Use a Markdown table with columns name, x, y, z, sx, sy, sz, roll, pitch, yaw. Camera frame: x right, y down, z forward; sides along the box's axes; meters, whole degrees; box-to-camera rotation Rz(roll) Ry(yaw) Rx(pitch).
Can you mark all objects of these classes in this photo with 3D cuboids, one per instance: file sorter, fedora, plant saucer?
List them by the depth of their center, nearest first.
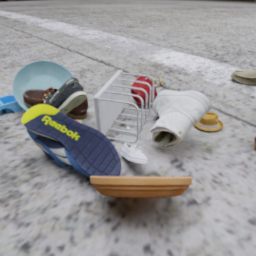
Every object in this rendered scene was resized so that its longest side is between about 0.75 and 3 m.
| name | x | y | z | sx | sy | sz | roll | pitch | yaw |
| --- | --- | --- | --- | --- | --- | --- | --- | --- | --- |
| plant saucer | 0.262 | 1.209 | 5.858 | 2.112 | 0.395 | 2.112 | 1 | -10 | 0 |
| file sorter | -0.026 | -0.728 | 9.224 | 1.366 | 1.522 | 2.193 | 9 | 35 | 15 |
| fedora | 2.767 | -0.263 | 9.603 | 1.045 | 0.426 | 1.045 | 1 | 30 | -1 |
| plant saucer | -3.131 | -1.434 | 10.656 | 2.352 | 0.453 | 2.352 | 6 | 70 | -18 |

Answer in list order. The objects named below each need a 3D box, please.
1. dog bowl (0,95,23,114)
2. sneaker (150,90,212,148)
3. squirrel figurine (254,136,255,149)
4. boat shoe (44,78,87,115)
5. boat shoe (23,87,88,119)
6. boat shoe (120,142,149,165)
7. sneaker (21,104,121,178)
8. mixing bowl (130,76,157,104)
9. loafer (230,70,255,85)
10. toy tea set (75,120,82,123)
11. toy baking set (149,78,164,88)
| name | x | y | z | sx | sy | sz | roll | pitch | yaw |
| --- | --- | --- | --- | --- | --- | --- | --- | --- | --- |
| dog bowl | -4.797 | -0.819 | 10.556 | 1.708 | 0.423 | 0.952 | -22 | 38 | -32 |
| sneaker | 1.130 | -0.274 | 8.700 | 1.670 | 1.064 | 2.889 | -48 | 14 | -11 |
| squirrel figurine | 4.048 | 0.064 | 8.371 | 0.610 | 0.804 | 0.862 | -8 | 30 | 28 |
| boat shoe | -2.350 | -0.759 | 9.142 | 2.288 | 0.774 | 0.822 | -33 | -10 | 24 |
| boat shoe | -2.596 | -1.059 | 10.054 | 2.430 | 0.855 | 0.855 | 11 | 46 | 1 |
| boat shoe | 0.159 | 0.669 | 7.601 | 0.487 | 0.433 | 1.325 | 13 | 3 | -30 |
| sneaker | -1.460 | 0.530 | 7.505 | 2.999 | 1.234 | 1.109 | 33 | 55 | 15 |
| mixing bowl | 0.509 | -1.360 | 10.716 | 0.648 | 1.196 | 1.196 | -32 | 40 | -17 |
| loafer | 5.937 | -2.392 | 12.832 | 2.335 | 0.797 | 0.884 | 16 | 34 | 25 |
| toy tea set | -1.276 | 0.102 | 8.530 | 0.371 | 1.002 | 0.596 | -53 | 30 | -15 |
| toy baking set | 1.093 | -2.210 | 13.146 | 1.111 | 0.168 | 1.447 | 1 | 31 | 2 |
